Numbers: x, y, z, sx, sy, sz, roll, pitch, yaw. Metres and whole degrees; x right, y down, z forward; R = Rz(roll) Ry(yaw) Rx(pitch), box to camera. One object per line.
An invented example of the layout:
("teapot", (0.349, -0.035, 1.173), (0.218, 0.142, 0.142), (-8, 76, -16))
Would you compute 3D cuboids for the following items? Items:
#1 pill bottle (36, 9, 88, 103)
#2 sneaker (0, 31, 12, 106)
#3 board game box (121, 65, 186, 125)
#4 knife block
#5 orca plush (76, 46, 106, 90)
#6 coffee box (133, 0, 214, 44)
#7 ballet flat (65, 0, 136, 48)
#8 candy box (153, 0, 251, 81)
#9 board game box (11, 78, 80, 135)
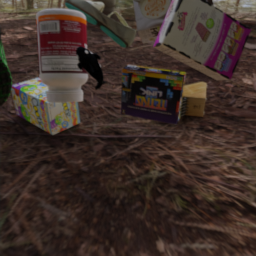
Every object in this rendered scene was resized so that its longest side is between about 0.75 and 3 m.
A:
("pill bottle", (-1.755, -1.876, 7.577), (1.304, 2.309, 1.304), (0, 10, 0))
("sneaker", (-2.940, -1.423, 6.014), (0.786, 2.015, 0.858), (-3, 14, -22))
("board game box", (0.602, -0.861, 7.177), (1.549, 1.280, 0.439), (11, 28, 16))
("knife block", (1.873, -1.096, 10.598), (2.067, 0.753, 2.354), (8, 30, 13))
("orca plush", (-0.882, -1.325, 6.493), (0.581, 1.105, 0.393), (-9, 40, 7))
("coffee box", (1.101, -2.855, 6.831), (1.799, 1.029, 0.717), (-9, -12, 14))
("ballet flat", (-0.818, -3.551, 9.029), (2.454, 0.782, 0.827), (32, 0, -16))
("candy box", (1.491, -1.804, 5.629), (1.673, 1.141, 0.510), (23, 0, -18))
("board game box", (-2.859, -0.808, 9.629), (2.252, 1.181, 1.160), (22, 36, 37))
